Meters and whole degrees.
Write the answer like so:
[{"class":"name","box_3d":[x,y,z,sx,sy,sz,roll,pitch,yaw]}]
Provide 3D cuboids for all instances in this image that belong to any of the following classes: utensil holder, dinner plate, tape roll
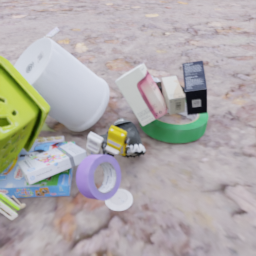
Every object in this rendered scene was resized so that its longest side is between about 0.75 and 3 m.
[{"class":"utensil holder","box_3d":[-2.236,-1.348,9.232,2.165,2.548,2.165,-20,54,30]},{"class":"dinner plate","box_3d":[-0.252,1.905,7.532,0.755,0.091,0.755,0,37,0]},{"class":"tape roll","box_3d":[1.646,-0.371,10.252,2.451,0.589,2.451,2,32,-1]},{"class":"tape roll","box_3d":[-0.506,0.864,4.926,0.331,0.779,0.779,-5,25,43]}]

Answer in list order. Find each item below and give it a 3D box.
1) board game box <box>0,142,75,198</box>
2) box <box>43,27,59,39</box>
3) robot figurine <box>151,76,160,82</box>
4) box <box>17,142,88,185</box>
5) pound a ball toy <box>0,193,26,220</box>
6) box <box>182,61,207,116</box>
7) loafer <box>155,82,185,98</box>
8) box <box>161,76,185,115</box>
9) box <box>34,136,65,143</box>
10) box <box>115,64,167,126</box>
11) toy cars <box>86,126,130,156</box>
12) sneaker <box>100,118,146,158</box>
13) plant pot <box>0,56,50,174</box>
[{"class":"board game box","box_3d":[-2.914,1.185,8.214,2.542,0.465,1.923,-3,36,-2]},{"class":"box","box_3d":[-2.700,-3.148,9.611,0.777,0.150,0.161,-46,12,-15]},{"class":"robot figurine","box_3d":[1.017,-1.949,12.595,0.977,0.552,0.828,-6,75,-9]},{"class":"box","box_3d":[-2.029,0.898,7.502,1.591,0.328,1.241,-22,19,-25]},{"class":"pound a ball toy","box_3d":[-2.908,1.883,6.775,0.322,0.757,0.494,-35,26,12]},{"class":"box","box_3d":[1.716,-1.008,7.198,0.537,1.032,0.940,-6,57,12]},{"class":"loafer","box_3d":[1.050,-1.451,10.383,2.272,0.829,0.811,-1,49,-20]},{"class":"box","box_3d":[1.389,-1.040,8.716,0.491,0.599,1.262,-9,42,1]},{"class":"box","box_3d":[-2.865,0.505,9.340,1.463,0.283,0.303,-2,35,-4]},{"class":"box","box_3d":[0.465,-1.056,8.791,0.896,1.645,1.051,-28,12,19]},{"class":"toy cars","box_3d":[-0.492,0.411,5.864,1.688,0.757,0.374,-16,33,54]},{"class":"sneaker","box_3d":[-0.280,0.245,7.889,0.823,1.120,2.476,-17,-14,23]},{"class":"plant pot","box_3d":[-3.513,-0.241,7.052,2.412,2.424,2.200,46,43,6]}]
